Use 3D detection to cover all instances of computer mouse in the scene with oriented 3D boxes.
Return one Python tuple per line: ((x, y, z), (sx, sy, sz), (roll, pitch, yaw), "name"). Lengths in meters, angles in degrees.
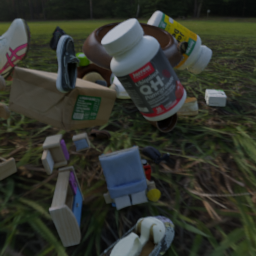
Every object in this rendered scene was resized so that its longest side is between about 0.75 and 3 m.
((0.867, 0.839, 9.526), (0.691, 0.263, 0.998), (-21, 32, -36), "computer mouse")

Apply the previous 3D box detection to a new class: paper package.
((-1.868, -0.873, 8.336), (2.275, 1.235, 2.387), (18, 11, 21), "paper package")

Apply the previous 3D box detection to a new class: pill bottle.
((0.330, -1.195, 5.938), (1.113, 2.010, 1.113), (-26, 33, 19), "pill bottle")
((2.010, -3.465, 11.826), (2.856, 1.611, 1.611), (27, 20, -15), "pill bottle")

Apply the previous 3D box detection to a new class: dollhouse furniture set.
((-0.495, 1.214, 6.357), (2.346, 2.215, 1.531), (-13, 26, -1), "dollhouse furniture set")
((-4.549, 0.085, 8.055), (1.859, 2.856, 2.624), (16, 29, 29), "dollhouse furniture set")

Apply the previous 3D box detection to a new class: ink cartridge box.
((4.506, -1.551, 14.448), (0.897, 0.508, 1.223), (3, 25, 7), "ink cartridge box")

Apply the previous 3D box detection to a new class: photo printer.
((-0.036, -2.294, 15.713), (1.937, 0.808, 2.328), (-9, 27, -21), "photo printer")

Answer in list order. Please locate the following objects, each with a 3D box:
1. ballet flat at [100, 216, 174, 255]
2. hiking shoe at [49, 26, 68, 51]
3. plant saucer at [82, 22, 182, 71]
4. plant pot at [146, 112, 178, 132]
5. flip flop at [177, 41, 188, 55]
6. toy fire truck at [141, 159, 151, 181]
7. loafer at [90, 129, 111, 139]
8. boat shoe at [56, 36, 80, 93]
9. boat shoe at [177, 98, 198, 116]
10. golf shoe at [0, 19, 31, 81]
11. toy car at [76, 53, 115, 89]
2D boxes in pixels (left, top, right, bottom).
((0.241, 2.322, 5.624), (0.860, 0.860, 2.392), (19, 30, 35), "ballet flat")
((-3.139, -4.131, 13.209), (0.888, 0.668, 1.765), (25, 40, -26), "hiking shoe")
((0.143, -2.284, 7.529), (2.726, 0.437, 2.726), (4, 39, -3), "plant saucer")
((1.302, -0.443, 11.562), (1.050, 1.050, 1.040), (-14, 20, -27), "plant pot")
((1.325, -1.981, 6.875), (0.224, 0.316, 0.779), (29, 20, 9), "flip flop")
((0.276, 1.381, 8.020), (0.902, 0.659, 1.025), (-6, 36, -15), "toy fire truck")
((-1.076, 0.300, 10.708), (0.930, 0.340, 0.330), (7, 34, 30), "loafer")
((-1.164, -1.291, 5.654), (0.417, 1.175, 0.424), (-1, -4, 32), "boat shoe")
((1.961, -0.702, 12.279), (2.299, 0.795, 0.848), (-8, 18, 38), "boat shoe")
((-4.347, -2.668, 9.907), (1.238, 2.688, 0.976), (-10, 58, -51), "golf shoe")
((-1.474, -2.138, 13.874), (2.251, 2.344, 2.853), (-9, 36, -19), "toy car")
